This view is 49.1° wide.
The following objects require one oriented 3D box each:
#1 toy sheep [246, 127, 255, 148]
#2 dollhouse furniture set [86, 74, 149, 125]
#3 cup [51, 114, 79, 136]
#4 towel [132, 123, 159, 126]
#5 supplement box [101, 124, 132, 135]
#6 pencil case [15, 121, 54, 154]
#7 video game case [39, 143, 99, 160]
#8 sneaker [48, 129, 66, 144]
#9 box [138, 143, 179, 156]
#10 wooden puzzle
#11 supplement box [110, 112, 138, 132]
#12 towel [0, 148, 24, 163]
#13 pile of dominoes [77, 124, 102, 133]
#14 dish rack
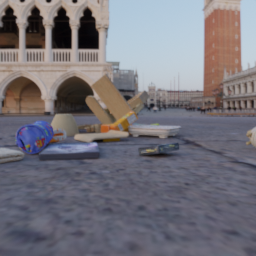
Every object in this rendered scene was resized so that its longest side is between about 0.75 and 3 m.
[{"bbox_3d":[4.029,0.321,8.292,0.806,0.806,1.168,-2,20,-27],"label":"toy sheep"},{"bbox_3d":[-0.671,-1.649,14.890,2.793,2.393,2.937,-30,12,39],"label":"dollhouse furniture set"},{"bbox_3d":[-3.011,-0.146,13.173,1.388,0.993,1.388,1,4,0],"label":"cup"},{"bbox_3d":[0.599,-0.113,17.809,1.919,0.304,2.672,2,4,35],"label":"towel"},{"bbox_3d":[-0.501,0.094,13.004,0.546,0.565,1.641,4,7,41],"label":"supplement box"},{"bbox_3d":[-2.721,0.246,8.258,0.893,0.803,2.057,-26,7,-7],"label":"pencil case"},{"bbox_3d":[-1.553,0.615,7.721,1.443,0.192,2.020,-1,3,-8],"label":"video game case"},{"bbox_3d":[-2.910,0.350,9.702,1.468,0.574,0.567,0,-13,-35],"label":"sneaker"},{"bbox_3d":[0.813,0.558,7.365,0.880,0.224,0.694,-5,-5,-44],"label":"box"},{"bbox_3d":[-1.047,0.371,10.932,1.683,0.313,1.557,-8,8,-32],"label":"wooden puzzle"},{"bbox_3d":[-0.171,-0.228,12.276,1.262,0.434,0.420,-36,22,-27],"label":"supplement box"},{"bbox_3d":[-3.258,0.676,6.388,0.974,0.253,1.470,5,6,40],"label":"towel"},{"bbox_3d":[-2.383,0.134,15.345,2.931,0.467,2.284,-8,-2,44],"label":"pile of dominoes"},{"bbox_3d":[1.163,0.150,12.671,2.161,0.470,1.854,2,3,27],"label":"dish rack"}]
